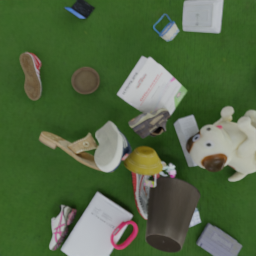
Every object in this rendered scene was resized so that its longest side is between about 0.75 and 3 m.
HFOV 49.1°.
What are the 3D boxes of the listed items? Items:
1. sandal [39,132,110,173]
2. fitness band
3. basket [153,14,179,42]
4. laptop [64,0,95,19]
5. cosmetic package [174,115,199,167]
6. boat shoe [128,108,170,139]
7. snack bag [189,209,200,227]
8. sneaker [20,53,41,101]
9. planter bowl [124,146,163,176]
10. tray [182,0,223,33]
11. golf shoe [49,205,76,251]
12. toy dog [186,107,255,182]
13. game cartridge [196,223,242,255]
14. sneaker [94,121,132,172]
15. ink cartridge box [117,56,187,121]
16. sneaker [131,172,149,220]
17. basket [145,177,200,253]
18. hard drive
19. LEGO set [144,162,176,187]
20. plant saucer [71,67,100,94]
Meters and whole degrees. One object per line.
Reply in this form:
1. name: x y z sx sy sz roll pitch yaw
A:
1. sandal: -1.660 0.553 9.754 2.860 1.049 0.941 24 99 3
2. fitness band: -0.144 3.725 9.783 1.076 0.201 0.773 -41 114 -18
3. basket: 1.491 -3.905 11.041 0.782 0.617 0.887 -48 114 -8
4. laptop: -1.960 -4.849 11.321 0.829 0.483 0.936 36 82 5
5. cosmetic package: 2.286 0.499 10.196 0.614 0.874 1.724 -17 81 -3
6. boat shoe: 0.756 -0.087 8.610 0.757 2.032 0.745 -31 83 37
7. snack bag: 1.979 3.101 9.816 1.058 0.120 1.122 -20 115 -6
8. sneaker: -3.673 -2.025 10.849 0.638 1.007 1.791 -6 110 -3
9. planter bowl: 0.478 0.873 8.248 1.180 1.180 0.492 8 113 1
10. tray: 2.496 -3.935 9.841 0.227 2.044 1.097 -12 114 -22
11. golf shoe: -2.428 3.500 9.869 0.706 0.556 1.532 21 72 8
12. toy dog: 3.325 0.588 9.421 2.804 2.718 1.956 1 37 -26
13. game cartridge: 3.217 4.115 9.905 1.366 0.262 0.885 34 78 5
14. sneaker: -0.336 0.715 8.588 1.000 2.668 1.127 -38 111 11
15. ink cartridge box: 0.725 -1.290 9.421 0.895 2.658 1.557 39 97 38
16. sneaker: 0.592 2.264 9.948 0.803 0.761 1.956 -7 80 -2
17. basket: 1.259 2.684 8.664 1.713 1.292 1.900 18 47 7
18. hard drive: -1.087 3.689 9.931 1.532 0.310 2.322 32 81 5
19. LEGO set: 0.889 1.513 9.296 0.958 2.083 0.775 3 85 -3
20. plant saucer: -1.659 -1.833 10.963 1.109 0.163 1.109 0 79 0
